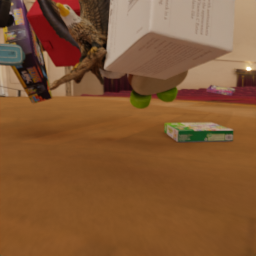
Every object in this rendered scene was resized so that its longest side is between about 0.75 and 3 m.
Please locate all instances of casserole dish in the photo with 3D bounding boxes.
[{"bbox_3d":[-2.602,-1.575,6.008,0.773,0.468,0.150,-6,7,-33],"label":"casserole dish"}]

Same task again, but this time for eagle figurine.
[{"bbox_3d":[-1.003,-2.260,6.057,1.865,2.458,1.855,-9,-25,-11],"label":"eagle figurine"}]

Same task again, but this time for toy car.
[{"bbox_3d":[0.489,-1.915,7.709,1.661,1.729,2.105,-15,52,-22],"label":"toy car"}]

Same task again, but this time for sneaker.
[{"bbox_3d":[-3.008,-2.123,5.738,1.166,2.096,0.805,15,10,-46],"label":"sneaker"}]

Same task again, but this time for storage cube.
[{"bbox_3d":[-1.414,-3.085,8.167,1.905,1.811,2.119,0,-35,15],"label":"storage cube"}]

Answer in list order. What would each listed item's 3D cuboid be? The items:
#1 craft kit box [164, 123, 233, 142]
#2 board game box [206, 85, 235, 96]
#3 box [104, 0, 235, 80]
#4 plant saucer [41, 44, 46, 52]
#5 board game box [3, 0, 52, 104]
[{"bbox_3d":[2.281,0.122,9.387,1.790,0.434,1.768,-1,6,-6],"label":"craft kit box"},{"bbox_3d":[3.668,-1.495,11.096,0.965,0.156,0.579,15,35,26],"label":"board game box"},{"bbox_3d":[0.617,-2.202,4.955,1.450,2.207,2.218,6,-5,-21],"label":"box"},{"bbox_3d":[-3.847,-3.724,11.962,1.284,1.284,0.206,0,52,3],"label":"plant saucer"},{"bbox_3d":[-3.687,-2.820,10.237,0.847,2.988,2.470,-15,-28,-8],"label":"board game box"}]
